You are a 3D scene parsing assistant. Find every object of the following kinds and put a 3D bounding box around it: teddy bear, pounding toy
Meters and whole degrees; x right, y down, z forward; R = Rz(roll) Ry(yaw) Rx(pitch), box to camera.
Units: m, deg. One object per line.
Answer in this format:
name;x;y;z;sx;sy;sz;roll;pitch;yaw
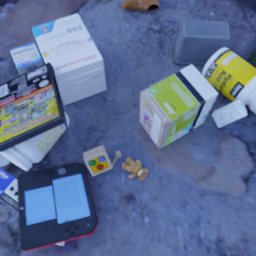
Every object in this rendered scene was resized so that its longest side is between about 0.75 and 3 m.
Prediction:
teddy bear;0.207;1.322;9.053;0.634;0.292;0.874;-33;67;-14
pounding toy;-0.701;1.070;8.759;1.090;0.958;0.499;-22;30;-2

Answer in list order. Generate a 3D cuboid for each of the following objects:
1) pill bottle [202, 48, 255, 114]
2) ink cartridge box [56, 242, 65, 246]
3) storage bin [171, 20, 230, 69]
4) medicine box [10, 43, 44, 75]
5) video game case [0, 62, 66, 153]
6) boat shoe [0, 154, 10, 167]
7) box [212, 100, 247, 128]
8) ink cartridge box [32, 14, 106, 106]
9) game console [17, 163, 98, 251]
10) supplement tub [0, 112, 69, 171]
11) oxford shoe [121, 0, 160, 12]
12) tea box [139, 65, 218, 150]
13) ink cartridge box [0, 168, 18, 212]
pill bottle;3.982;-1.647;10.032;1.360;1.360;2.444;-37;67;-18
ink cartridge box;-2.246;2.931;8.106;0.996;0.420;0.727;12;62;5
storage bin;2.877;-3.389;10.919;2.183;1.466;1.589;3;62;1
medicine box;-3.954;-2.683;11.044;0.989;0.559;1.086;-24;65;-13
video game case;-3.209;-0.588;8.265;2.539;0.324;2.295;-24;57;4
boat shoe;-4.702;1.096;8.999;1.719;0.487;0.590;-5;73;-23
box;3.335;-0.476;9.167;0.945;1.071;0.518;-28;88;25
ink cartridge box;-2.098;-2.471;10.228;1.786;1.778;2.435;-22;64;-11
game console;-2.096;2.165;8.164;2.118;0.372;2.395;-7;49;-16
supplement tub;-3.065;0.155;8.966;1.521;1.521;2.098;28;65;14
oxford shoe;0.578;-5.493;12.535;1.778;0.634;0.634;-10;67;-7
tea box;1.504;-0.609;9.062;1.969;2.002;1.337;-29;67;-11
ink cartridge box;-3.632;1.958;8.675;1.566;0.346;0.736;29;65;15
